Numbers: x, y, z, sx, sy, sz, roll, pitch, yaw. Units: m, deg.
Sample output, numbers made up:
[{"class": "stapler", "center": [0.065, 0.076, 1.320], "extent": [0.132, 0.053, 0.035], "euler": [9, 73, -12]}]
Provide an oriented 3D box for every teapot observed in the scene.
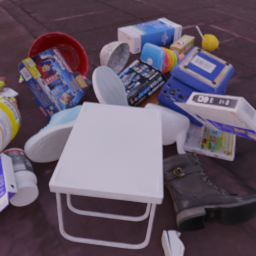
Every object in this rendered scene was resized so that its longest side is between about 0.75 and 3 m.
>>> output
[{"class": "teapot", "center": [0.999, 0.001, 8.495], "extent": [1.541, 1.140, 1.561], "euler": [19, 13, -9]}]

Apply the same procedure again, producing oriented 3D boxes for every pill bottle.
[{"class": "pill bottle", "center": [-2.820, 1.246, 7.140], "extent": [0.822, 0.822, 1.420], "euler": [-19, 44, -22]}, {"class": "pill bottle", "center": [-3.765, 0.079, 7.035], "extent": [1.512, 1.512, 2.768], "euler": [-5, 15, -6]}]

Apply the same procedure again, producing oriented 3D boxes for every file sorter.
[{"class": "file sorter", "center": [-0.336, 0.964, 6.526], "extent": [2.005, 1.799, 2.889], "euler": [7, 36, 2]}]

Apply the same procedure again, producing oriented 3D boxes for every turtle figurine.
[{"class": "turtle figurine", "center": [-4.985, -1.163, 9.996], "extent": [2.027, 0.653, 1.635], "euler": [-6, 53, -4]}]

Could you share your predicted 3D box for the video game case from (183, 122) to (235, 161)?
[{"class": "video game case", "center": [2.549, 0.235, 8.894], "extent": [1.606, 0.202, 1.765], "euler": [12, 39, 15]}]

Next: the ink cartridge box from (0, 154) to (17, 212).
[{"class": "ink cartridge box", "center": [-3.185, 1.638, 6.364], "extent": [1.559, 0.341, 1.574], "euler": [-42, 44, 10]}]

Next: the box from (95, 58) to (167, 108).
[{"class": "box", "center": [0.050, -1.392, 9.783], "extent": [2.136, 0.491, 1.698], "euler": [-41, 41, -4]}]

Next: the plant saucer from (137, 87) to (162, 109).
[{"class": "plant saucer", "center": [0.650, -1.089, 9.857], "extent": [1.260, 0.236, 1.260], "euler": [-9, 51, 11]}]

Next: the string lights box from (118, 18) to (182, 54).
[{"class": "string lights box", "center": [1.131, -4.829, 14.562], "extent": [2.987, 0.881, 1.535], "euler": [-21, 44, -24]}]

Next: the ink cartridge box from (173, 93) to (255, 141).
[{"class": "ink cartridge box", "center": [2.585, -0.305, 7.582], "extent": [2.037, 2.018, 0.442], "euler": [17, 80, 52]}]

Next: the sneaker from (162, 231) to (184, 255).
[{"class": "sneaker", "center": [0.989, 2.613, 5.833], "extent": [0.415, 0.393, 1.030], "euler": [5, 40, -9]}]

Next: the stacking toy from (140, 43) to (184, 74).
[{"class": "stacking toy", "center": [1.739, -2.924, 12.192], "extent": [2.292, 1.330, 1.258], "euler": [-14, 37, -38]}]

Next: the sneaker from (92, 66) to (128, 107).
[{"class": "sneaker", "center": [-0.444, -0.566, 8.136], "extent": [0.884, 0.857, 2.421], "euler": [-22, 88, -29]}]

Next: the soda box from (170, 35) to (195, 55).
[{"class": "soda box", "center": [2.673, -4.016, 13.838], "extent": [0.577, 0.545, 1.704], "euler": [22, 45, 25]}]

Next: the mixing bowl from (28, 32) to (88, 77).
[{"class": "mixing bowl", "center": [-2.626, -2.610, 11.077], "extent": [2.276, 2.276, 1.233], "euler": [0, 22, 1]}]

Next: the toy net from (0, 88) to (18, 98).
[{"class": "toy net", "center": [-5.195, -1.304, 10.637], "extent": [2.257, 0.436, 1.184], "euler": [6, 37, 5]}]

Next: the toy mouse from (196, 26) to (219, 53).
[{"class": "toy mouse", "center": [3.134, -2.352, 10.700], "extent": [0.482, 2.212, 2.489], "euler": [10, 1, 38]}]

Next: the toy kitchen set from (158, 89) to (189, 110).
[{"class": "toy kitchen set", "center": [1.635, -1.624, 9.922], "extent": [1.910, 1.723, 1.558], "euler": [16, 40, 27]}]

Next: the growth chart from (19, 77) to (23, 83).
[{"class": "growth chart", "center": [-3.802, -2.351, 12.114], "extent": [1.715, 0.152, 1.241], "euler": [-10, 39, -13]}]

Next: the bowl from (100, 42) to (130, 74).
[{"class": "bowl", "center": [-0.682, -2.999, 11.689], "extent": [0.728, 1.552, 1.552], "euler": [35, 49, 18]}]

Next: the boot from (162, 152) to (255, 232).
[{"class": "boot", "center": [1.921, 1.357, 6.999], "extent": [2.397, 0.830, 2.086], "euler": [-7, 40, -5]}]

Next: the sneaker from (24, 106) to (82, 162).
[{"class": "sneaker", "center": [-2.050, 0.093, 8.477], "extent": [1.161, 1.048, 2.835], "euler": [23, 33, 30]}]

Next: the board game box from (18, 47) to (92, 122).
[{"class": "board game box", "center": [-2.366, -1.546, 9.740], "extent": [0.693, 2.247, 2.246], "euler": [-24, 15, 37]}]

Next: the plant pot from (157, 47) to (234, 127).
[{"class": "plant pot", "center": [2.194, -1.408, 8.921], "extent": [1.784, 1.604, 1.783], "euler": [33, 58, 15]}]
